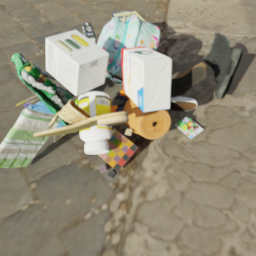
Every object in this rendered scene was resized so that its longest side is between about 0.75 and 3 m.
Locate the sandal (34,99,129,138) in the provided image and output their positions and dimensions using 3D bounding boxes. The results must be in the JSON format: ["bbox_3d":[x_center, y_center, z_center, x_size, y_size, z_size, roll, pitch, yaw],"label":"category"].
[{"bbox_3d":[-1.263,-0.353,7.279,2.544,0.933,0.837,-10,85,12],"label":"sandal"}]

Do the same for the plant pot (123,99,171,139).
[{"bbox_3d":[0.708,-0.330,9.165,1.545,1.545,1.081,-11,27,-12],"label":"plant pot"}]

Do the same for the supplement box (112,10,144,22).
[{"bbox_3d":[0.036,-4.587,13.887,1.193,1.776,1.778,-14,45,-15],"label":"supplement box"}]

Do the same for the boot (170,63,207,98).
[{"bbox_3d":[1.849,-1.550,9.218,1.736,0.639,0.655,-28,16,36],"label":"boot"}]

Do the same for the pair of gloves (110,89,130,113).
[{"bbox_3d":[0.043,-1.037,11.197,1.486,0.206,1.667,9,45,13],"label":"pair of gloves"}]

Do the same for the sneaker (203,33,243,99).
[{"bbox_3d":[3.420,-2.360,10.609,1.308,0.753,2.507,22,82,25],"label":"sneaker"}]

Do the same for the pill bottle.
[{"bbox_3d":[-1.001,-0.123,8.550,0.986,0.986,1.773,-3,75,-4],"label":"pill bottle"}]

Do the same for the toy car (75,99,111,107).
[{"bbox_3d":[-1.097,-0.219,9.473,1.180,1.133,1.436,-4,49,-24],"label":"toy car"}]

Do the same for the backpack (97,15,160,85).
[{"bbox_3d":[-0.078,-3.045,10.927,2.088,2.462,2.774,20,-4,-30],"label":"backpack"}]

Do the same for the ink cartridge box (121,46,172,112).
[{"bbox_3d":[0.393,-1.538,8.174,0.804,1.390,2.392,-9,26,-15],"label":"ink cartridge box"}]

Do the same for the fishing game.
[{"bbox_3d":[-3.038,-0.349,10.295,2.216,0.345,1.587,38,53,14],"label":"fishing game"}]

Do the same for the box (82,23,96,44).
[{"bbox_3d":[-1.713,-3.654,12.854,0.399,1.834,1.469,-10,45,-11],"label":"box"}]

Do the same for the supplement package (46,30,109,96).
[{"bbox_3d":[-1.538,-1.942,8.277,1.482,1.117,1.125,40,50,22],"label":"supplement package"}]

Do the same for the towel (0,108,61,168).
[{"bbox_3d":[-2.977,0.339,8.054,0.309,1.501,2.012,44,101,23],"label":"towel"}]

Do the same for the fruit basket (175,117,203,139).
[{"bbox_3d":[2.200,-0.029,10.062,0.728,0.369,0.786,-30,54,-28],"label":"fruit basket"}]

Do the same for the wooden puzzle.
[{"bbox_3d":[-0.363,0.734,8.897,0.990,0.117,1.669,37,81,25],"label":"wooden puzzle"}]

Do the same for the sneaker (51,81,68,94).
[{"bbox_3d":[-3.036,-1.639,11.025,0.570,1.626,0.667,-42,46,16],"label":"sneaker"}]

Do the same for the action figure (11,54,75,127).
[{"bbox_3d":[-2.806,-1.392,9.621,0.793,2.898,1.712,-30,36,20],"label":"action figure"}]

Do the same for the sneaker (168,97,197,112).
[{"bbox_3d":[1.605,-1.044,10.071,1.815,0.661,0.768,3,58,26],"label":"sneaker"}]
